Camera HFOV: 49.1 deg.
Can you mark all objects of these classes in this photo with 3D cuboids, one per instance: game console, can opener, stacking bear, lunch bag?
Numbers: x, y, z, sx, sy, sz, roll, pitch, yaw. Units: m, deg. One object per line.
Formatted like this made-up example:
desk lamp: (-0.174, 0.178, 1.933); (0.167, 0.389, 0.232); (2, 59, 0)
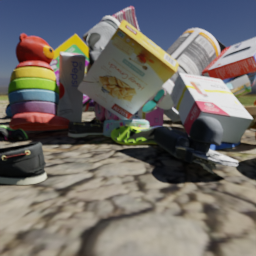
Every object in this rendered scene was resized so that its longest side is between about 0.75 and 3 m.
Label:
game console: (2.635, -1.701, 9.948); (1.670, 2.823, 2.409); (41, 18, -2)
can opener: (1.154, 0.227, 5.237); (0.686, 0.866, 2.605); (13, 1, -12)
stacking bear: (-2.660, -1.312, 8.029); (1.505, 2.646, 1.607); (-7, -8, 28)
lunch bag: (-0.058, 0.005, 7.686); (1.259, 0.485, 1.010); (2, 3, 8)

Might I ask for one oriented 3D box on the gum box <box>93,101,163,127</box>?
gum box: (-0.101, -0.608, 10.688); (1.516, 0.883, 2.671); (-6, 10, -35)

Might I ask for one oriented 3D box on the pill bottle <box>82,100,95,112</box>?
pill bottle: (-1.535, -1.775, 16.407); (2.804, 1.577, 1.577); (-3, 9, -23)

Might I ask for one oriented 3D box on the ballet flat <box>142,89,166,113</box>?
ballet flat: (0.801, -0.747, 8.232); (0.315, 0.912, 0.325); (43, 3, 29)

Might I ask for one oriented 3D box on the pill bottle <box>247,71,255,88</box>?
pill bottle: (4.543, -2.393, 10.894); (1.066, 1.066, 1.960); (2, -26, 13)

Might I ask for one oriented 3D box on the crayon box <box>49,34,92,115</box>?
crayon box: (-2.205, -1.845, 10.575); (2.554, 2.203, 0.744); (-43, 0, -12)

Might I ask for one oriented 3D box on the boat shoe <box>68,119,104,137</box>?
boat shoe: (-1.036, -0.028, 8.200); (1.497, 0.451, 0.534); (-6, 12, -37)

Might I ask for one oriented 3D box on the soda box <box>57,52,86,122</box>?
soda box: (-1.849, -1.222, 9.008); (0.775, 2.269, 0.720); (1, 20, -18)

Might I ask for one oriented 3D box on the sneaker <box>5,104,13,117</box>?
sneaker: (-5.069, -1.158, 13.383); (1.033, 1.208, 2.915); (-2, 8, -1)

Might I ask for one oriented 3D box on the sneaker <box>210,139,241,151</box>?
sneaker: (2.034, 0.113, 6.455); (1.734, 0.675, 0.608); (-7, 10, -39)

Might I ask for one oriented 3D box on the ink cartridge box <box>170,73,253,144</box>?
ink cartridge box: (1.574, -0.443, 5.614); (1.077, 0.619, 1.484); (7, 36, -15)

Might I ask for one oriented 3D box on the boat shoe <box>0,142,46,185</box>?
boat shoe: (-2.217, 0.492, 4.193); (1.958, 0.613, 0.716); (-1, 9, 2)

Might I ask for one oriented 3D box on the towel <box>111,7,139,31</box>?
towel: (-0.228, -3.239, 8.961); (1.175, 0.859, 0.176); (-32, 45, -12)

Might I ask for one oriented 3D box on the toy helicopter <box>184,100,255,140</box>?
toy helicopter: (2.355, -0.167, 6.894); (1.657, 0.989, 2.506); (11, -13, -39)

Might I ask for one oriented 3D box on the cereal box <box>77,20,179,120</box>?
cereal box: (-0.095, -1.325, 7.326); (1.721, 2.392, 0.473); (34, 46, -12)

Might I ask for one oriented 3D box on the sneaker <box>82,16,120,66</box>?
sneaker: (-0.302, -1.997, 7.872); (1.495, 0.971, 2.588); (-39, 65, -20)

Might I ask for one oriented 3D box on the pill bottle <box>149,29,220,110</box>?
pill bottle: (1.765, -1.971, 9.463); (2.696, 1.569, 1.569); (-48, 30, -19)

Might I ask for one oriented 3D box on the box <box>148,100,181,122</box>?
box: (1.374, -1.034, 11.321); (2.007, 0.413, 1.565); (43, 20, 16)

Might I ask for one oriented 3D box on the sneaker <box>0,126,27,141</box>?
sneaker: (-3.035, 0.213, 7.292); (0.924, 0.354, 0.387); (7, 41, 17)

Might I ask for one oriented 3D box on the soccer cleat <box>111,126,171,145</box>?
soccer cleat: (0.343, 0.223, 6.906); (1.522, 0.492, 0.637); (-2, -17, 6)

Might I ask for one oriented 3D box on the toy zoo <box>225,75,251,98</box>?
toy zoo: (2.467, -0.865, 7.111); (1.220, 0.190, 1.860); (-26, -12, 23)

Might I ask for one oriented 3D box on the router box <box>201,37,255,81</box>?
router box: (3.386, -2.111, 8.470); (1.659, 0.451, 1.848); (-11, 26, 50)

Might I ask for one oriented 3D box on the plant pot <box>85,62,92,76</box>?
plant pot: (-0.691, -1.744, 9.075); (1.711, 1.711, 1.493); (1, -1, 9)
